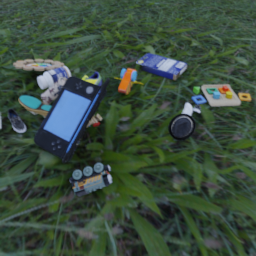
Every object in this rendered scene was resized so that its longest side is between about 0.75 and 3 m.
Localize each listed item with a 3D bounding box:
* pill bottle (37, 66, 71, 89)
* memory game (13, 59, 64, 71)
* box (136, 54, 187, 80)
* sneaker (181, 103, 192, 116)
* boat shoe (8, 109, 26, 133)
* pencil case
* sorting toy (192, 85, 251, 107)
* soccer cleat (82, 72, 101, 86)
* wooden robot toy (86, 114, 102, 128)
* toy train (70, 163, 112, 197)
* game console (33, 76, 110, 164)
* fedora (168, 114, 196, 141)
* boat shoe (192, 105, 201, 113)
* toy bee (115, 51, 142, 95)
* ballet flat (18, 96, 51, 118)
[{"bbox_3d":[-3.181,-2.122,12.043,1.308,0.726,0.726,-27,48,-29],"label":"pill bottle"},{"bbox_3d":[-4.119,-2.921,12.901,2.241,0.143,2.241,4,23,-2],"label":"memory game"},{"bbox_3d":[1.565,-2.940,13.285,2.110,0.342,1.278,23,46,23],"label":"box"},{"bbox_3d":[2.100,-0.498,10.160,0.392,0.335,0.899,11,69,-15],"label":"sneaker"},{"bbox_3d":[-4.039,-0.292,10.089,0.395,0.374,1.128,-24,56,-23],"label":"boat shoe"},{"bbox_3d":[-2.860,-1.455,10.943,1.251,0.487,0.559,-35,42,23],"label":"pencil case"},{"bbox_3d":[3.826,-1.425,11.550,2.444,0.333,1.376,-2,41,-3],"label":"sorting toy"},{"bbox_3d":[-1.895,-1.681,11.415,0.646,0.836,1.999,25,44,33],"label":"soccer cleat"},{"bbox_3d":[-1.482,-0.193,9.978,0.621,0.639,1.409,56,21,8],"label":"wooden robot toy"},{"bbox_3d":[-1.041,1.464,7.896,1.209,0.515,0.689,-18,63,3],"label":"toy train"},{"bbox_3d":[-1.808,-0.430,8.475,2.317,1.533,2.634,24,81,23],"label":"game console"},{"bbox_3d":[1.797,0.005,9.363,0.964,0.964,0.440,8,12,9],"label":"fedora"},{"bbox_3d":[2.598,-0.728,10.465,0.303,0.288,0.868,22,9,17],"label":"boat shoe"},{"bbox_3d":[0.143,-2.150,12.005,1.214,1.008,1.854,35,80,19],"label":"toy bee"},{"bbox_3d":[-3.245,-0.646,10.361,1.798,0.567,0.617,21,41,10],"label":"ballet flat"}]
